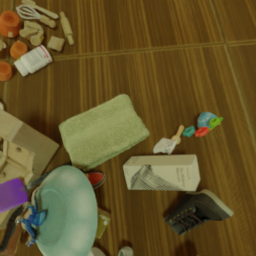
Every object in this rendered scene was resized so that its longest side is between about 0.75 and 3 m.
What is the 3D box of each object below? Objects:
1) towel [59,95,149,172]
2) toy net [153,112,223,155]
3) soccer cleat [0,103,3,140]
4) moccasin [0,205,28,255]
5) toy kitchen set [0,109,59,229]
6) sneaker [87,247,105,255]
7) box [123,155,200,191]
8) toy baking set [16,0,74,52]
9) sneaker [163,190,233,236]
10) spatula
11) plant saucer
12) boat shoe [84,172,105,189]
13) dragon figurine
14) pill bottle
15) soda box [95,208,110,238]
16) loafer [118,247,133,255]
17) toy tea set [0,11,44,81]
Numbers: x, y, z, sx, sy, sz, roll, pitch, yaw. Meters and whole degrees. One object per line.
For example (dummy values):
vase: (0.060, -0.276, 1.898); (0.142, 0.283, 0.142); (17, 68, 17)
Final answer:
towel: (-0.847, 0.110, 9.346); (2.716, 0.495, 2.015); (-26, 64, -7)
toy net: (1.929, 0.317, 9.098); (2.375, 1.246, 0.459); (-35, 113, 6)
soccer cleat: (-4.592, -0.444, 9.571); (0.933, 0.755, 2.161); (-10, 70, -51)
moccasin: (-3.112, 2.866, 7.870); (0.503, 0.531, 1.376); (-19, 47, 28)
toy kitchen set: (-4.103, 0.937, 7.908); (2.414, 2.670, 2.959); (27, 78, 13)
sneaker: (-0.706, 4.414, 7.397); (1.204, 0.768, 2.083); (-50, 53, 4)
box: (0.971, 1.327, 8.290); (2.098, 0.717, 0.862); (-6, 105, 27)
toy baking set: (-3.246, -4.129, 10.972); (2.029, 0.308, 2.643); (-3, 64, -29)
sneaker: (1.832, 2.426, 7.566); (0.903, 2.416, 1.283); (45, 76, 4)
spatula: (-2.662, 1.588, 8.561); (2.874, 0.295, 0.812); (-25, 102, -34)
plant saucer: (-1.974, 2.405, 7.658); (2.759, 0.531, 2.759); (-9, 76, 38)
boat shoe: (-1.478, 1.710, 8.838); (1.535, 0.480, 0.546); (-14, 67, -4)
dragon figurine: (-2.462, 2.322, 7.409); (0.741, 0.438, 1.490); (30, 76, -24)
pill bottle: (-3.555, -2.490, 10.474); (1.224, 0.694, 0.694); (-35, 72, -14)
soda box: (-1.499, 2.416, 8.219); (1.930, 0.618, 0.654); (30, 83, 1)
loafer: (-0.129, 4.013, 7.808); (0.455, 0.454, 1.302); (-8, 76, 33)
toy tea set: (-4.617, -3.106, 10.772); (1.715, 1.068, 2.884); (34, 65, -18)
